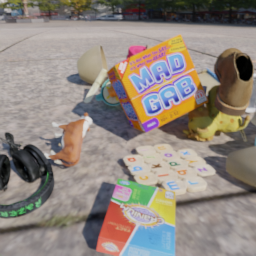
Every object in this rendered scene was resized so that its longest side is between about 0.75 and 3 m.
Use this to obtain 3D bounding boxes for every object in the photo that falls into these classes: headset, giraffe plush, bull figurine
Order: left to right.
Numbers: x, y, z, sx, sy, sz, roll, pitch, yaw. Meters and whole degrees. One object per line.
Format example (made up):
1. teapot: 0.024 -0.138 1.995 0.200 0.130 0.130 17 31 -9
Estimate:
1. headset: -2.478 0.973 6.123 1.503 1.144 2.434 -13 42 -20
2. bull figurine: -1.408 0.235 6.740 0.923 0.495 1.521 -2 50 9
3. giraffe plush: 2.384 -0.246 8.185 1.512 1.609 1.865 -15 62 -9

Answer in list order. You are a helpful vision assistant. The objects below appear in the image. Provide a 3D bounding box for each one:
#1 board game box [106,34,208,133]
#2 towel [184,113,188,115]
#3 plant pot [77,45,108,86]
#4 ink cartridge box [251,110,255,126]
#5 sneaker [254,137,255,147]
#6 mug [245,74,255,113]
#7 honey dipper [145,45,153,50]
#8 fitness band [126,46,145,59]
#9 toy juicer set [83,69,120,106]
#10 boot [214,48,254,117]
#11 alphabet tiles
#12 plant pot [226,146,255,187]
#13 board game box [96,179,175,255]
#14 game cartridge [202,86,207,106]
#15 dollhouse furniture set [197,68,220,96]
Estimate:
1. board game box: 0.722 -1.202 8.053 1.919 1.919 1.920 -27 10 -7
2. towel: 1.699 -0.899 10.568 1.350 0.351 2.037 -5 24 -15
3. plant pot: -1.693 -2.840 13.235 1.264 1.883 1.883 -10 24 5
4. ink cartridge box: 4.472 -0.312 7.237 0.985 1.698 2.345 8 27 -12
5. sneaker: 3.614 0.402 6.702 0.904 0.551 1.385 10 6 35
6. mug: 4.723 -1.205 10.331 1.785 1.318 1.565 40 27 11
7. honey dipper: 1.243 -3.127 11.306 1.129 0.214 0.214 7 21 -22
8. fitness band: 0.958 -2.501 10.665 1.750 0.456 2.437 -3 37 -28
9. toy juicer set: -0.444 -1.645 10.510 2.702 1.719 0.735 10 -4 21
10. boot: 2.882 -1.572 7.303 1.088 1.115 2.955 13 40 8
11. alphabet tiles: 0.947 0.923 6.693 1.950 0.146 1.994 -5 26 -19
12. plant pot: 2.770 0.835 6.093 1.052 1.052 1.123 -21 14 -39
13. board game box: 0.219 1.572 4.884 1.186 0.312 1.550 12 26 4
14. game cartridge: 2.270 -0.958 8.592 0.203 0.661 0.992 11 11 11
15. dollhouse furniture set: 2.310 -1.505 11.444 2.229 1.540 2.361 -26 60 -32
